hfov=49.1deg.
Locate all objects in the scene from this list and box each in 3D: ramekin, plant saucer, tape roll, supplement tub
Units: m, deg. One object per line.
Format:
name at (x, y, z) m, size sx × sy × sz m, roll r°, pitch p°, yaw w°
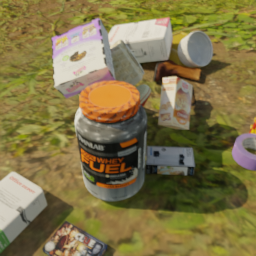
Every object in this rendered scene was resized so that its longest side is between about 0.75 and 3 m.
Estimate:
ramekin at (3.015, -3.526, 12.816) m, size 1.585 × 1.585 × 0.832 m, roll -26°, pitch 12°, yaw -26°
plant saucer at (2.616, -4.113, 14.164) m, size 2.542 × 0.616 × 2.542 m, roll -27°, pitch 48°, yaw -26°
tape roll at (3.902, 0.739, 8.749) m, size 1.162 × 0.494 × 1.162 m, roll 0°, pitch 42°, yaw 0°
supplement tub at (-0.409, 0.374, 7.233) m, size 1.766 × 2.882 × 1.766 m, roll -1°, pitch 39°, yaw 1°

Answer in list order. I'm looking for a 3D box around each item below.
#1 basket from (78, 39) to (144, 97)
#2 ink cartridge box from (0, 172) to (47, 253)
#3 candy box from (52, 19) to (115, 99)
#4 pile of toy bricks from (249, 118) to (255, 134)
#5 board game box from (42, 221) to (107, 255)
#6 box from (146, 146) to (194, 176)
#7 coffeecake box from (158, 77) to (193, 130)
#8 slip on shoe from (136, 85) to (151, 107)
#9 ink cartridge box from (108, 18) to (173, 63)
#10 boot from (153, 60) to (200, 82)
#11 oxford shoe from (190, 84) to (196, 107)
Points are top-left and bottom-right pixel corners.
basket at (-0.671, -1.602, 8.835) m, size 2.082 × 1.412 × 1.285 m, roll -32°, pitch 19°, yaw 13°
ink cartridge box at (-3.082, 2.084, 7.053) m, size 1.222 × 0.706 × 1.673 m, roll 24°, pitch 47°, yaw 24°
candy box at (-1.240, -1.885, 7.606) m, size 1.508 × 0.643 × 1.797 m, roll -17°, pitch 60°, yaw 13°
pile of toy bricks at (4.703, -0.395, 8.745) m, size 1.138 × 2.051 × 1.013 m, roll 12°, pitch 31°, yaw -2°
board game box at (-1.244, 2.836, 6.573) m, size 1.257 × 0.217 × 0.851 m, roll 21°, pitch 45°, yaw 22°
box at (1.235, 0.978, 8.366) m, size 1.396 × 0.420 × 0.814 m, roll 3°, pitch 39°, yaw 6°
coffeecake box at (1.491, -0.731, 8.732) m, size 0.531 × 1.452 × 1.115 m, roll 3°, pitch -5°, yaw 38°
slip on shoe at (0.008, -0.265, 8.590) m, size 0.757 × 2.473 × 0.916 m, roll 21°, pitch 28°, yaw -23°
ink cartridge box at (0.529, -4.037, 13.138) m, size 2.821 × 1.168 × 2.067 m, roll -1°, pitch 44°, yaw 19°
boot at (2.147, -2.320, 12.302) m, size 1.903 × 0.651 × 1.791 m, roll 20°, pitch 36°, yaw 12°
oxford shoe at (2.267, -1.224, 10.406) m, size 0.443 × 0.515 × 1.220 m, roll -8°, pitch 37°, yaw 11°
